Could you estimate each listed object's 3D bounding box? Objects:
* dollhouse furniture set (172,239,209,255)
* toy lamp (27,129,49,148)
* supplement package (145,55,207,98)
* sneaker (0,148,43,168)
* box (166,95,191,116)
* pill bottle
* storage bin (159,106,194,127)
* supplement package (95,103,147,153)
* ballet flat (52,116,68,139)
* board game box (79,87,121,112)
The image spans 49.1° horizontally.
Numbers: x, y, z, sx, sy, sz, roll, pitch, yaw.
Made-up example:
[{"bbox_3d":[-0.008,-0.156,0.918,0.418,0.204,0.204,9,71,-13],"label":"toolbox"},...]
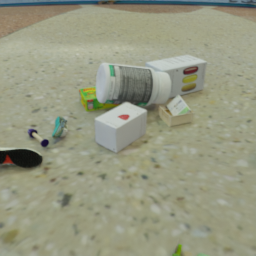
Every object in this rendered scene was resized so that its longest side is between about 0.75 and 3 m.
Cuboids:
[{"bbox_3d":[1.379,2.641,5.566,0.959,0.481,0.628,11,33,18],"label":"dollhouse furniture set"},{"bbox_3d":[-3.081,0.303,9.498,0.329,0.329,1.129,-26,37,-36],"label":"toy lamp"},{"bbox_3d":[2.192,-2.397,12.999,2.513,1.429,1.376,-17,34,-25],"label":"supplement package"},{"bbox_3d":[-3.461,0.832,8.453,1.711,0.602,0.800,2,8,-15],"label":"sneaker"},{"bbox_3d":[1.947,-0.754,10.851,0.165,0.655,0.907,28,26,-43],"label":"box"},{"bbox_3d":[0.202,-1.654,11.007,2.705,1.530,1.530,2,29,-20],"label":"pill bottle"},{"bbox_3d":[1.844,-0.548,10.871,1.014,0.475,1.007,-11,33,-17],"label":"storage bin"},{"bbox_3d":[-0.226,-0.049,9.534,0.980,0.968,1.616,24,38,32],"label":"supplement package"},{"bbox_3d":[-2.354,0.021,9.891,0.537,0.537,1.447,-3,28,-6],"label":"ballet flat"},{"bbox_3d":[-0.833,-1.390,12.178,2.369,0.564,1.203,-11,33,-18],"label":"board game box"}]
